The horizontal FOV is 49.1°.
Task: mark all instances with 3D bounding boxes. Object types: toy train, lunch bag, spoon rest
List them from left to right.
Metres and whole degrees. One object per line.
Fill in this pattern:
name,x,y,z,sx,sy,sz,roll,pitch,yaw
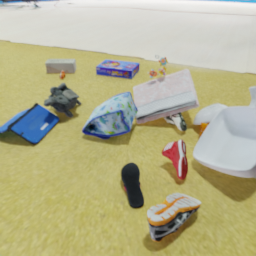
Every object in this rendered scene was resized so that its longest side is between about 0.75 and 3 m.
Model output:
lunch bag,-0.704,-0.396,10.400,1.814,1.156,1.542,-12,27,20
toy train,1.273,-2.602,11.892,0.771,1.026,0.285,16,0,14
spoon rest,3.862,-0.675,10.785,2.902,0.880,1.442,-25,5,-9

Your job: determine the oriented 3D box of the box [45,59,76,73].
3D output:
box,-3.847,-3.551,16.087,1.607,0.625,0.763,1,31,2

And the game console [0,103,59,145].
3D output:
game console,-3.900,-0.016,10.701,1.658,1.150,1.943,34,34,-5

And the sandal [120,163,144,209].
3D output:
sandal,0.117,1.634,7.922,0.565,0.339,1.504,-8,46,-3

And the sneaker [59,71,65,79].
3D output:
sneaker,-3.604,-2.907,15.450,0.312,0.295,0.808,16,32,-17

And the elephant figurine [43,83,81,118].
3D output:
elephant figurine,-2.614,-1.002,11.403,1.405,1.281,1.811,-23,29,-9

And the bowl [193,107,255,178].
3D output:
bowl,3.302,0.462,8.384,2.235,0.835,2.238,-53,31,-15

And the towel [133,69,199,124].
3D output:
towel,1.447,-1.362,11.532,2.567,0.414,2.452,-16,40,13

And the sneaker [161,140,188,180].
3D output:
sneaker,1.395,0.996,8.475,0.711,0.482,1.230,-13,55,32

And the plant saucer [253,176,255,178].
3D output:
plant saucer,3.971,1.131,8.514,1.404,0.352,1.404,-9,33,6

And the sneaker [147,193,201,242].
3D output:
sneaker,1.090,2.093,6.697,1.792,0.692,0.701,-9,17,-40

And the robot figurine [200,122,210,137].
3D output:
robot figurine,3.745,-0.003,10.093,2.160,0.629,1.566,4,30,20

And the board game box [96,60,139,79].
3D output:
board game box,-0.567,-3.356,15.910,2.118,0.474,1.424,10,33,16

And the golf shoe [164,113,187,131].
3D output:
golf shoe,1.825,-0.325,10.981,0.711,0.623,1.613,-27,36,10
